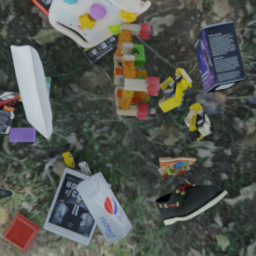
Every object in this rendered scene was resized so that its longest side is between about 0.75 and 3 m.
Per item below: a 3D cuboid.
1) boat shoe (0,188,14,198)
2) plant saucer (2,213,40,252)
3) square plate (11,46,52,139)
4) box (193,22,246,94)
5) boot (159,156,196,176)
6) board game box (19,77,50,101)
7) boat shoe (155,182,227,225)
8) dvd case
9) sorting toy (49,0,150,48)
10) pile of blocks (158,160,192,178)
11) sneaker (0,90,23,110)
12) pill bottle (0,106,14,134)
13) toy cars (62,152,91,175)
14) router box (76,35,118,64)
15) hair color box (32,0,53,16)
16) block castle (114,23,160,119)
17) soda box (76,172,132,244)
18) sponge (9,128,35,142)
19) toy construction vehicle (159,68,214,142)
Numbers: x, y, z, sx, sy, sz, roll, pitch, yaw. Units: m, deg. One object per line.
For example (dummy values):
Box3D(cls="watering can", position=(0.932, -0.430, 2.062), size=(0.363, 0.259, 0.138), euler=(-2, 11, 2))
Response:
Box3D(cls="boat shoe", position=(-5.169, 2.614, 11.168), size=(1.081, 0.359, 0.404), euler=(11, 86, 1))
Box3D(cls="plant saucer", position=(-4.272, 4.182, 11.132), size=(1.137, 0.209, 1.135), euler=(32, 86, 3))
Box3D(cls="square plate", position=(-2.852, -1.168, 8.350), size=(0.359, 2.525, 2.501), euler=(-17, 113, -28))
Box3D(cls="box", position=(3.501, -2.668, 10.918), size=(1.169, 1.658, 2.241), euler=(-12, 85, 0))
Box3D(cls="boot", position=(1.993, 1.504, 11.206), size=(1.440, 0.540, 0.772), euler=(-6, 90, 7))
Box3D(cls="board game box", position=(-3.284, -1.346, 9.865), size=(0.969, 0.125, 0.970), euler=(7, 103, -14))
Box3D(cls="boat shoe", position=(1.684, 2.128, 8.245), size=(1.090, 2.979, 0.933), euler=(-22, 75, -29))
Box3D(cls="dvd case", position=(-1.991, 3.079, 11.046), size=(1.958, 0.322, 2.605), euler=(20, 92, 2))
Box3D(cls="sorting toy", position=(-1.209, -3.630, 8.844), size=(2.847, 2.563, 1.521), euler=(27, 54, -31))
Box3D(cls="pile of blocks", position=(1.568, 1.355, 9.095), size=(1.149, 0.472, 0.357), euler=(-17, 65, -3))
Box3D(cls="sneaker", position=(-4.915, -1.249, 11.308), size=(1.812, 0.641, 0.885), euler=(-18, 81, -5))
Box3D(cls="pill bottle", position=(-4.916, -0.350, 11.197), size=(0.559, 0.559, 1.052), euler=(23, 99, 2))
Box3D(cls="toy cars", position=(-2.049, 1.483, 11.280), size=(1.439, 0.319, 0.645), euler=(31, 105, -1))
Box3D(cls="router box", position=(-1.276, -3.539, 11.616), size=(1.418, 0.370, 1.115), euler=(-36, 87, -2))
Box3D(cls="hair color box", position=(-3.514, -5.664, 11.608), size=(2.301, 0.705, 1.168), euler=(43, 88, 3))
Box3D(cls="block castle", position=(0.313, -1.725, 8.582), size=(1.244, 1.772, 2.651), euler=(2, 59, -12))
Box3D(cls="soda box", position=(-0.604, 2.023, 7.137), size=(0.574, 0.534, 1.682), euler=(-31, 87, 22))
Box3D(cls="sponge", position=(-4.314, 0.289, 11.447), size=(1.023, 0.153, 0.570), euler=(-1, 85, 0))
Box3D(cls="toy construction vehicle", position=(1.726, -0.684, 8.809), size=(0.869, 2.468, 2.149), euler=(-31, 111, 28))
